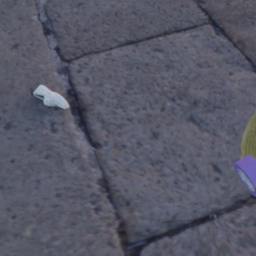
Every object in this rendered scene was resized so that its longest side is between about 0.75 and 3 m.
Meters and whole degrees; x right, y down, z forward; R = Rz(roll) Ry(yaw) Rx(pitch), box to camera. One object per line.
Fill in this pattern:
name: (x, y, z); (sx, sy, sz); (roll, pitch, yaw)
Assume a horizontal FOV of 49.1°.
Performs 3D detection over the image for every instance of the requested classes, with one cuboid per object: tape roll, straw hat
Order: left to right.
tape roll: (2.477, 0.960, 5.572); (0.331, 0.779, 0.779); (-31, 62, 1)
straw hat: (3.776, 0.374, 5.932); (1.187, 2.804, 2.804); (28, 59, -13)

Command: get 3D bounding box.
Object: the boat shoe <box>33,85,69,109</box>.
boat shoe: (-2.809, -1.004, 10.156); (1.567, 0.555, 0.543); (28, 62, 26)
